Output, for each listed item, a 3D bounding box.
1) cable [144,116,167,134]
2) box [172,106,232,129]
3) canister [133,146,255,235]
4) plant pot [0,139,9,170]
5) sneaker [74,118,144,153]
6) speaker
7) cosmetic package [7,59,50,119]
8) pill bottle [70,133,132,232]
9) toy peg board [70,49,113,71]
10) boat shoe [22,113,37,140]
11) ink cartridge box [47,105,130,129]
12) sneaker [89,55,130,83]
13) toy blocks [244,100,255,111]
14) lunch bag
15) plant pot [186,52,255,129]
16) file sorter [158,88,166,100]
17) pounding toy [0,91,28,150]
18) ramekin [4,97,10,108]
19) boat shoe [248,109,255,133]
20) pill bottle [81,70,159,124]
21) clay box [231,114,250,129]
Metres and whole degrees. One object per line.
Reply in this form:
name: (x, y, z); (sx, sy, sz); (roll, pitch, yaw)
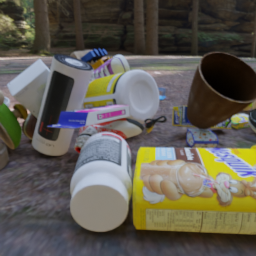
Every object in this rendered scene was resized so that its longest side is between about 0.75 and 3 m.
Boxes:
cable: (0.729, -0.155, 7.665); (0.812, 0.395, 0.204); (-29, -38, 31)
box: (2.331, -0.320, 8.807); (1.848, 0.647, 0.594); (3, 0, -21)
canister: (1.366, 0.989, 4.750); (2.466, 1.067, 1.831); (0, 18, 5)
plant pot: (-3.824, 0.166, 6.429); (1.825, 1.583, 1.825); (-1, 17, 0)
sneaker: (-0.518, 0.306, 6.913); (1.828, 0.610, 0.980); (1, 57, 32)
speaker: (-1.678, -0.515, 7.023); (0.979, 2.411, 0.979); (19, 23, -8)
cosmetic package: (-2.333, -0.982, 7.384); (1.090, 1.094, 0.672); (-40, 46, -3)
pill bottle: (-0.454, 0.876, 4.994); (1.037, 1.037, 1.821); (0, 21, 0)
toy peg board: (-1.068, -2.860, 13.664); (1.294, 2.635, 2.646); (-30, 7, 21)
boat shoe: (-2.528, -0.634, 9.176); (1.034, 1.032, 2.796); (-6, 36, 39)
ink cartridge box: (-0.811, -0.266, 6.149); (0.844, 0.331, 1.782); (3, 14, 37)
sneaker: (-1.154, -1.745, 10.532); (1.679, 1.068, 2.946); (-28, 7, -29)
toy blocks: (5.441, -1.323, 12.038); (2.241, 0.977, 2.689); (-4, 18, -14)
lunch bag: (2.011, 0.333, 7.662); (0.704, 0.513, 0.828); (0, 10, -3)
plant pot: (2.232, -0.770, 7.314); (1.621, 1.734, 1.621); (7, 56, -11)
file sorter: (1.546, -1.706, 14.033); (0.550, 0.486, 0.792); (7, 19, 19)
pounding toy: (-3.205, -0.472, 7.435); (1.563, 2.025, 0.940); (32, 56, 34)
ramekin: (-4.652, -0.564, 9.271); (1.368, 0.718, 1.368); (6, 22, -3)
boat shoe: (4.355, -0.134, 7.999); (0.968, 0.798, 2.820); (-43, 23, 4)
pill bottle: (-0.506, -0.914, 9.277); (1.623, 1.623, 2.886); (-15, 10, -39)
clay box: (3.855, -0.223, 9.722); (1.075, 0.256, 0.618); (-10, 27, -27)
